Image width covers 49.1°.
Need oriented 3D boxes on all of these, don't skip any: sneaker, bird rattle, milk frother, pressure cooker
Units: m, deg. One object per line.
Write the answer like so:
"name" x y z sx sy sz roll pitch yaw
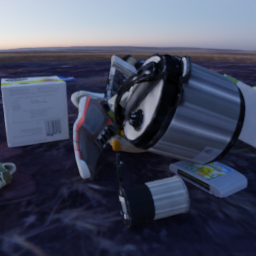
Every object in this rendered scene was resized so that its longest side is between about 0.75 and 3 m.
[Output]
"sneaker" -1.674 -1.396 14.934 2.623 1.022 1.303 9 11 0
"bird rattle" 0.142 0.252 9.870 2.658 1.497 2.167 8 27 -17
"milk frother" 0.412 1.190 5.943 1.301 1.384 1.249 -9 12 -17
"sneaker" -3.327 1.269 7.031 0.741 0.554 1.651 -7 15 -6
"sneaker" -0.883 0.103 8.163 1.196 1.126 2.921 -1 49 0
"pressure cooker" 1.162 -0.538 7.431 2.988 2.628 2.669 15 11 -18

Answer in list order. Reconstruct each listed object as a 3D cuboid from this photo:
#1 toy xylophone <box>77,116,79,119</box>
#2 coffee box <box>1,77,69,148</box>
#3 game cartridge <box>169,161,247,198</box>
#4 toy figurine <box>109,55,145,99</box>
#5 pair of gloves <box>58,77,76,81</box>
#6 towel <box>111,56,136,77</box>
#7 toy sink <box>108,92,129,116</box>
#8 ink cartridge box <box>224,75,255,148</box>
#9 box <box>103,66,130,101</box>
"toy xylophone" -1.486 -0.334 12.329 1.456 0.366 1.066 -4 19 -11
"coffee box" -3.560 -0.747 10.675 2.147 2.150 2.126 -7 19 -22
"game cartridge" 2.181 1.265 7.653 1.230 0.373 1.845 -8 19 -34
"toy figurine" 0.359 -1.308 10.967 1.771 2.507 2.546 19 -6 15
"pair of gloves" -2.829 -2.216 12.606 0.896 0.127 1.114 -3 17 -23
"towel" -0.125 -1.653 7.491 0.708 0.184 1.068 28 19 -16
"toy sink" -0.277 -0.680 8.728 0.490 0.571 0.875 17 45 39
"ink cartridge box" 3.834 -0.593 9.392 2.334 1.725 0.884 28 21 4
"box" -0.397 -1.548 11.065 0.372 1.496 1.180 11 0 32
